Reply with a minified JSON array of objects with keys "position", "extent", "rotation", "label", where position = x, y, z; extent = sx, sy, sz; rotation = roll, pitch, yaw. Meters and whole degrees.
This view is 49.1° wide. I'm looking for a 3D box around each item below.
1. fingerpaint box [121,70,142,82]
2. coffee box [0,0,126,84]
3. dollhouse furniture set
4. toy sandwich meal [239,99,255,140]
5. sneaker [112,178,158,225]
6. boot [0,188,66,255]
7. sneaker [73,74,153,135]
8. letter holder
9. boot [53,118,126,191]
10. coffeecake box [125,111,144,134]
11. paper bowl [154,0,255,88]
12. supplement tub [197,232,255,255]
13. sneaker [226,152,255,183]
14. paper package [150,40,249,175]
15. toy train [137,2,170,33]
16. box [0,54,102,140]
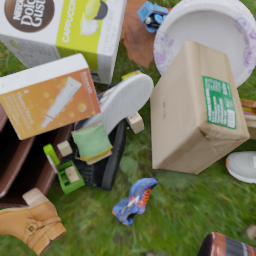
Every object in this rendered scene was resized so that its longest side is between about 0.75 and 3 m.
[{"position":[0.265,-1.342,8.718],"extent":[0.665,0.292,0.797],"rotation":[-26,63,-16],"label":"fingerpaint box"},{"position":[-1.537,-3.054,7.553],"extent":[2.749,2.779,2.775],"rotation":[11,86,-4],"label":"coffee box"},{"position":[-0.973,0.611,6.205],"extent":[1.446,0.947,0.726],"rotation":[-26,39,-14],"label":"dollhouse furniture set"},{"position":[3.324,-0.225,6.966],"extent":[2.466,2.466,0.845],"rotation":[12,85,8],"label":"toy sandwich meal"},{"position":[0.248,1.675,6.415],"extent":[1.396,0.526,0.548],"rotation":[-52,54,18],"label":"sneaker"},{"position":[-2.026,2.021,5.440],"extent":[1.441,0.553,1.119],"rotation":[-34,71,-23],"label":"boot"},{"position":[-0.464,-0.599,7.127],"extent":[2.361,0.926,0.938],"rotation":[-42,42,-9],"label":"sneaker"},{"position":[-2.579,0.312,6.565],"extent":[1.973,1.396,2.775],"rotation":[-7,53,33],"label":"letter holder"},{"position":[-0.983,0.485,7.271],"extent":[1.636,0.824,2.189],"rotation":[12,59,7],"label":"boot"},{"position":[0.082,-0.363,7.802],"extent":[0.316,0.664,0.865],"rotation":[-30,64,-3],"label":"coffeecake box"},{"position":[2.196,-2.347,7.916],"extent":[2.734,2.734,1.422],"rotation":[18,45,11],"label":"paper bowl"},{"position":[2.660,3.142,5.266],"extent":[2.720,1.455,1.455],"rotation":[19,60,12],"label":"supplement tub"},{"position":[3.652,0.864,6.901],"extent":[2.314,1.064,0.876],"rotation":[8,57,5],"label":"sneaker"},{"position":[1.516,-0.404,6.856],"extent":[1.270,2.339,2.454],"rotation":[10,58,-14],"label":"paper package"},{"position":[1.063,-3.770,9.639],"extent":[1.542,0.669,0.881],"rotation":[-13,76,-44],"label":"toy train"},{"position":[-1.630,-0.678,5.956],"extent":[1.807,1.124,0.881],"rotation":[-20,36,-8],"label":"box"}]
